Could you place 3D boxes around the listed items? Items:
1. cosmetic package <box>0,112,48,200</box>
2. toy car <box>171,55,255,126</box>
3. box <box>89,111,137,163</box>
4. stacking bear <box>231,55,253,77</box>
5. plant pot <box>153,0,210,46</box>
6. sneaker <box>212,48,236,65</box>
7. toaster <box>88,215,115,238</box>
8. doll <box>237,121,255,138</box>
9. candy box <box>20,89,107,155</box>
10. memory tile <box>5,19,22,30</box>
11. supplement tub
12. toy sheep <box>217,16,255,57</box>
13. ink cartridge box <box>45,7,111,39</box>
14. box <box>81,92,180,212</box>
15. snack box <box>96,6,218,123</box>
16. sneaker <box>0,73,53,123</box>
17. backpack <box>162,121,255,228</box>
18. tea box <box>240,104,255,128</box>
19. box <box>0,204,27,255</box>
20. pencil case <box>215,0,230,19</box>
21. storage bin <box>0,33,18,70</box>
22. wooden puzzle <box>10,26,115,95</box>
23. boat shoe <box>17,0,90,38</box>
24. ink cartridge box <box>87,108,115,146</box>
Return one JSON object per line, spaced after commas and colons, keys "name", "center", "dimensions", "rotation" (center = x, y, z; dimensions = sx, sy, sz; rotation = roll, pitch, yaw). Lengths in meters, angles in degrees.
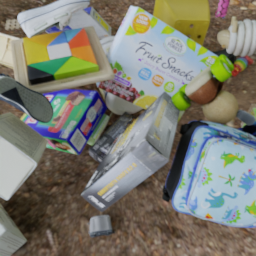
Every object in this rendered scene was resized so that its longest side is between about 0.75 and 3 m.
{"name": "cosmetic package", "center": [-2.842, 0.493, 6.668], "dimensions": [1.420, 2.744, 1.003], "rotation": [39, 89, -12]}
{"name": "toy car", "center": [2.232, -0.609, 6.893], "dimensions": [1.756, 1.443, 1.386], "rotation": [50, 32, -2]}
{"name": "box", "center": [-0.081, 0.600, 9.873], "dimensions": [1.655, 0.522, 2.098], "rotation": [32, 62, 19]}
{"name": "stacking bear", "center": [4.760, -2.643, 12.029], "dimensions": [0.608, 0.569, 1.001], "rotation": [46, 76, -4]}
{"name": "plant pot", "center": [1.896, -3.603, 9.851], "dimensions": [1.786, 1.786, 1.575], "rotation": [-2, 47, -10]}
{"name": "sneaker", "center": [3.497, -2.807, 11.853], "dimensions": [2.942, 1.117, 1.335], "rotation": [-35, 57, -23]}
{"name": "toaster", "center": [-0.798, 2.930, 8.364], "dimensions": [0.797, 0.453, 0.515], "rotation": [-4, 54, -13]}
{"name": "doll", "center": [3.554, 0.179, 8.303], "dimensions": [1.434, 0.978, 0.347], "rotation": [-22, 34, 18]}
{"name": "candy box", "center": [-2.363, -0.332, 9.801], "dimensions": [2.526, 0.973, 2.136], "rotation": [7, 54, 30]}
{"name": "memory tile", "center": [-5.606, -5.172, 13.977], "dimensions": [0.994, 0.083, 0.762], "rotation": [-7, 57, -5]}
{"name": "supplement tub", "center": [-0.300, -2.039, 10.780], "dimensions": [1.937, 1.937, 2.672], "rotation": [-18, 58, -12]}
{"name": "toy sheep", "center": [3.313, -2.521, 7.829], "dimensions": [1.597, 1.101, 1.101], "rotation": [6, 56, 11]}
{"name": "ink cartridge box", "center": [-2.058, -3.824, 10.305], "dimensions": [2.186, 2.212, 0.520], "rotation": [-1, 80, 21]}
{"name": "box", "center": [0.177, 0.439, 6.471], "dimensions": [0.629, 2.063, 2.604], "rotation": [42, 30, -7]}
{"name": "snack box", "center": [0.810, -1.799, 8.415], "dimensions": [2.884, 2.432, 0.976], "rotation": [23, 17, -24]}
{"name": "sneaker", "center": [-2.499, -0.693, 6.353], "dimensions": [1.120, 1.551, 0.590], "rotation": [15, 70, 42]}
{"name": "backpack", "center": [2.243, 1.114, 6.188], "dimensions": [2.366, 1.739, 2.165], "rotation": [15, 99, -6]}
{"name": "tea box", "center": [5.145, 0.281, 9.629], "dimensions": [1.907, 1.274, 1.877], "rotation": [1, 55, 1]}
{"name": "box", "center": [-4.040, 2.862, 7.686], "dimensions": [1.419, 1.656, 1.648], "rotation": [-40, 65, -20]}
{"name": "pencil case", "center": [3.211, -4.221, 9.477], "dimensions": [0.457, 0.977, 0.443], "rotation": [-28, 62, -7]}
{"name": "storage bin", "center": [-3.259, -2.266, 9.585], "dimensions": [1.934, 1.948, 0.913], "rotation": [18, 89, 12]}
{"name": "wooden puzzle", "center": [-1.836, -1.922, 7.449], "dimensions": [2.417, 0.486, 2.612], "rotation": [-15, 51, -11]}
{"name": "boat shoe", "center": [-1.843, -2.896, 7.353], "dimensions": [1.948, 0.716, 0.650], "rotation": [-25, 102, -11]}
{"name": "ink cartridge box", "center": [-0.982, -0.057, 9.746], "dimensions": [0.346, 1.443, 1.050], "rotation": [29, 62, 0]}
